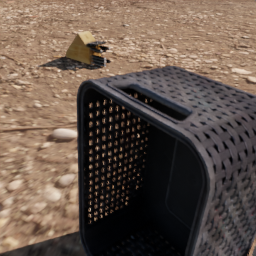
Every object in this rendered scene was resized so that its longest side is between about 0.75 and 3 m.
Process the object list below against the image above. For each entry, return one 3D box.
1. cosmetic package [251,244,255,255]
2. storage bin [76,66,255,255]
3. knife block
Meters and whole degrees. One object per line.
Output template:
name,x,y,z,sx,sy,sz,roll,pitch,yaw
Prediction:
cosmetic package,1.489,1.974,2.836,0.656,1.068,1.064,12,33,21
storage bin,0.386,0.798,3.198,1.230,2.624,1.774,-18,36,-34
knife block,-1.581,-2.962,11.531,0.631,1.732,1.973,-30,-3,-41
